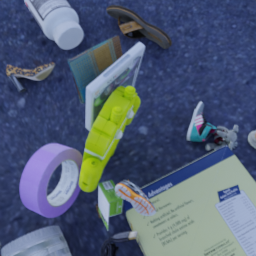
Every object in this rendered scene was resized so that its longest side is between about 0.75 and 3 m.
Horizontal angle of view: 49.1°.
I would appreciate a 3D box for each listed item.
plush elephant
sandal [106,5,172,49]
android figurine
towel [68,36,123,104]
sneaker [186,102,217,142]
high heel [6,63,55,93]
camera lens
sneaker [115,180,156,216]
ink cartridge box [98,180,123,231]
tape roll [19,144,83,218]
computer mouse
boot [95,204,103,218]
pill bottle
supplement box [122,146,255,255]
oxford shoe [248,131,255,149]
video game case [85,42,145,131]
[{"bbox_3d":[2.820,0.283,8.201,1.008,0.780,0.830,16,69,6],"label":"plush elephant"},{"bbox_3d":[0.268,-3.374,9.663,2.639,1.078,0.720,35,94,5],"label":"sandal"},{"bbox_3d":[-0.452,0.194,6.902,0.610,2.972,2.705,27,51,2],"label":"android figurine"},{"bbox_3d":[-0.684,-1.405,6.723,0.170,1.146,1.563,23,49,37],"label":"towel"},{"bbox_3d":[2.293,-0.140,8.432,0.777,0.538,1.287,15,77,20],"label":"sneaker"},{"bbox_3d":[-3.240,-1.987,9.198,1.504,0.537,1.072,-35,79,-3],"label":"high heel"},{"bbox_3d":[-1.993,3.487,6.525,1.526,1.526,1.908,-24,70,-9],"label":"camera lens"},{"bbox_3d":[0.183,1.325,5.396,0.905,0.354,0.350,41,30,4],"label":"sneaker"},{"bbox_3d":[-0.415,1.728,6.260,0.335,0.883,0.653,-10,33,-24],"label":"ink cartridge box"},{"bbox_3d":[-1.807,1.283,6.918,0.566,1.727,1.727,14,68,26],"label":"tape roll"},{"bbox_3d":[0.330,2.795,5.297,2.305,0.530,1.618,-23,55,37],"label":"computer mouse"},{"bbox_3d":[-0.609,2.104,7.222,0.375,1.019,0.385,0,69,-17],"label":"boot"},{"bbox_3d":[-2.484,-3.812,9.528,1.280,1.280,2.313,-30,72,-11],"label":"pill bottle"},{"bbox_3d":[1.765,2.510,6.514,2.888,1.939,2.885,-25,62,-9],"label":"supplement box"},{"bbox_3d":[4.502,0.683,8.166,2.002,0.578,0.753,33,69,10],"label":"oxford shoe"},{"bbox_3d":[-0.364,-0.930,6.903,0.230,1.967,1.788,40,66,10],"label":"video game case"}]
